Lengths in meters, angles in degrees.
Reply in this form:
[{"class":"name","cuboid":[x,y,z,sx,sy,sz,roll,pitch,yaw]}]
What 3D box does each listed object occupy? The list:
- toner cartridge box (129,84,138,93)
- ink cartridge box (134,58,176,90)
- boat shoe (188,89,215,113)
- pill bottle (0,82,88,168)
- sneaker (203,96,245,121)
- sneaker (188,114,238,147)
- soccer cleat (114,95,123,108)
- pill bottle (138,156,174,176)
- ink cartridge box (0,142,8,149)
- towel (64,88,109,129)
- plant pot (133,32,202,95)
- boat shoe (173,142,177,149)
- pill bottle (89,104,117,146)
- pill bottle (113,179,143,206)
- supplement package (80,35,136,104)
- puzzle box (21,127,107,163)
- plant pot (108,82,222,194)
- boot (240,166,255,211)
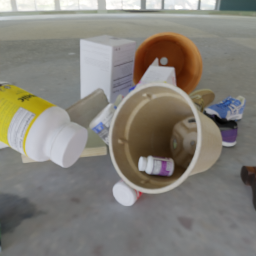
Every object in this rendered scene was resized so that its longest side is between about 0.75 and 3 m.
[{"class":"toner cartridge box","cuboid":[0.912,-1.326,11.022,0.516,1.136,2.391,12,31,32]},{"class":"ink cartridge box","cuboid":[0.974,-1.029,9.572,0.913,1.549,2.691,11,49,25]},{"class":"boat shoe","cuboid":[2.463,-0.777,10.702,2.364,0.875,0.785,-25,36,-18]},{"class":"pill bottle","cuboid":[-2.613,-0.047,7.692,2.846,1.584,1.584,26,34,14]},{"class":"sneaker","cuboid":[3.493,-0.729,10.116,2.225,0.857,0.842,-9,34,-44]},{"class":"sneaker","cuboid":[2.605,-0.115,9.362,2.071,0.907,0.784,14,30,27]},{"class":"soccer cleat","cuboid":[-0.441,-0.606,9.412,0.518,0.463,1.335,4,56,8]},{"class":"pill bottle","cuboid":[0.664,0.908,6.715,0.780,0.438,0.438,9,26,-11]},{"class":"ink cartridge box","cuboid":[-4.227,0.373,8.796,0.979,0.406,0.718,-16,29,-4]},{"class":"towel","cuboid":[-1.262,-0.499,8.670,1.527,1.012,0.263,-33,44,-11]},{"class":"plant pot","cuboid":[1.653,-2.784,12.431,2.932,2.932,2.052,2,23,4]},{"class":"boat shoe","cuboid":[0.931,0.519,8.502,1.918,0.595,0.691,12,30,20]},{"class":"pill bottle","cuboid":[-0.213,0.192,7.950,0.939,1.650,0.939,-43,11,10]},{"class":"pill bottle","cuboid":[0.157,1.367,6.897,0.606,0.606,1.079,16,32,28]},{"class":"supplement package","cuboid":[-0.841,-2.211,11.337,1.598,2.636,1.579,22,33,28]},{"class":"puzzle box","cuboid":[-2.006,0.422,8.991,2.497,0.317,1.661,-4,28,-8]},{"class":"plant pot","cuboid":[1.135,0.318,6.884,2.407,2.407,2.203,25,9,39]},{"class":"boot","cuboid":[3.985,1.530,6.652,2.060,0.662,1.920,5,30,0]}]
